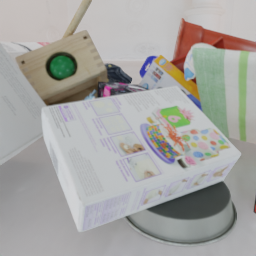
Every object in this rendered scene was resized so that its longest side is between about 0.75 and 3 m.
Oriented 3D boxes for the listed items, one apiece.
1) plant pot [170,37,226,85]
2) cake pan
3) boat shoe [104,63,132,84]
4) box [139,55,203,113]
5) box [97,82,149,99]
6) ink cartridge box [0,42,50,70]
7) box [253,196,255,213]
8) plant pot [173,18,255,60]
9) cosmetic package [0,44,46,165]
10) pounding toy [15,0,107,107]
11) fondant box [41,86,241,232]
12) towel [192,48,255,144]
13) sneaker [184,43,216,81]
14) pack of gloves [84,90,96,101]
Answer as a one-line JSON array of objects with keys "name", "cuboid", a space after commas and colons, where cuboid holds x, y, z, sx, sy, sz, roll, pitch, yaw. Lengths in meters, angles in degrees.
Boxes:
[{"name": "plant pot", "cuboid": [1.620, -1.130, 7.097, 1.491, 1.691, 1.692, -5, 22, 35]}, {"name": "cake pan", "cuboid": [0.608, 0.839, 3.461, 1.421, 0.261, 1.421, 0, 21, 0]}, {"name": "boat shoe", "cuboid": [-1.007, -1.774, 9.008, 2.319, 1.052, 0.820, 30, 3, -20]}, {"name": "box", "cuboid": [0.954, -0.802, 6.330, 1.800, 1.072, 0.373, 40, 56, 4]}, {"name": "box", "cuboid": [-0.037, -0.259, 5.766, 1.013, 1.167, 1.766, 2, 14, -16]}, {"name": "ink cartridge box", "cuboid": [-3.776, -2.006, 10.121, 1.119, 1.921, 2.654, 32, 30, 26]}, {"name": "box", "cuboid": [2.214, 0.522, 3.482, 1.417, 0.970, 0.283, -7, 17, -25]}, {"name": "plant pot", "cuboid": [2.749, -1.852, 9.020, 2.711, 2.787, 2.787, 12, 18, 6]}, {"name": "cosmetic package", "cuboid": [-2.443, -0.335, 3.782, 1.328, 2.153, 2.160, -32, 7, 19]}, {"name": "pounding toy", "cuboid": [-1.437, -1.501, 6.634, 1.990, 1.537, 2.161, -25, -10, -9]}, {"name": "fondant box", "cuboid": [0.108, 0.207, 3.312, 1.905, 0.555, 1.374, -13, 48, -24]}, {"name": "towel", "cuboid": [2.490, -0.258, 4.071, 2.896, 2.209, 0.339, 14, 64, 29]}, {"name": "sneaker", "cuboid": [1.902, -0.805, 5.017, 2.027, 0.734, 0.728, 20, 2, -13]}, {"name": "pack of gloves", "cuboid": [-1.169, -0.273, 5.855, 0.306, 1.303, 1.551, 37, 11, -13]}]
